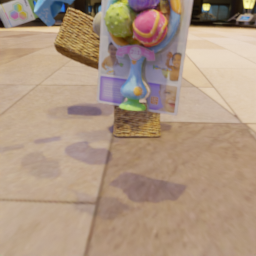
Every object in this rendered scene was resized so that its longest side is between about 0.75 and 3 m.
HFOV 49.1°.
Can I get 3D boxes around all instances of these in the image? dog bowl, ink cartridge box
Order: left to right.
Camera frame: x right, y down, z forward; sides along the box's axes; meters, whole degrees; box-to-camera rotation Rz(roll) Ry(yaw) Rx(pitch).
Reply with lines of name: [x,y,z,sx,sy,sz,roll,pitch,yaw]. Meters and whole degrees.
ink cartridge box: [-2.594,-2.819,6.784,1.003,0.521,0.298,-24,28,-12]
dog bowl: [-1.430,-2.830,5.824,0.423,0.951,1.706,27,-31,-32]

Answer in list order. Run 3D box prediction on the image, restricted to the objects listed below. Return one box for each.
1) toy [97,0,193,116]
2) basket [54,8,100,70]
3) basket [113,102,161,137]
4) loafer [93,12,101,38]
toy: [0.151,-1.589,4.568,1.597,2.773,0.655,11,23,19]
basket: [-1.473,-3.022,9.874,1.865,1.390,1.331,21,-4,-6]
basket: [0.272,-0.199,9.261,1.532,1.141,1.093,-1,-8,-2]
loafer: [0.221,-2.264,7.844,2.679,1.014,0.915,29,5,-20]
